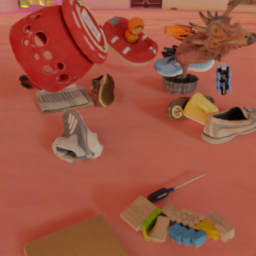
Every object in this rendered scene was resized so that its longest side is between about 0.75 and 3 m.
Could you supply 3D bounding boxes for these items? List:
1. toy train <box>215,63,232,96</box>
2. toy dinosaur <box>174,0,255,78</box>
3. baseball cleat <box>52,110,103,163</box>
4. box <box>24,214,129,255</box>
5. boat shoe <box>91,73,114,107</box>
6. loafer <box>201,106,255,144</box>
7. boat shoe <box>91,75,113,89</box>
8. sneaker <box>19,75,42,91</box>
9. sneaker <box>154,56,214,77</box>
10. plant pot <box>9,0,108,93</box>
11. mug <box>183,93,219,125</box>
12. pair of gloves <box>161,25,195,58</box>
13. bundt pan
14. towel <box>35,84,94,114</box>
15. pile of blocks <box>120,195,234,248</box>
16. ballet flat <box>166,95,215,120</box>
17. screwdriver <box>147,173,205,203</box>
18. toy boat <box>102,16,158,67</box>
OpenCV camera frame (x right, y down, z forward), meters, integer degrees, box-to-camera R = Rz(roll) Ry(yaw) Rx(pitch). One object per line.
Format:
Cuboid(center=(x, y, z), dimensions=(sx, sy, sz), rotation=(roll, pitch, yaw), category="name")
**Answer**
Cuboid(center=(2.834, -1.465, 8.401), dimensions=(0.443, 1.023, 0.584), rotation=(-9, 45, 11), category="toy train")
Cuboid(center=(1.620, -1.791, 6.052), dimensions=(1.679, 1.063, 2.477), rotation=(-35, 3, -36), category="toy dinosaur")
Cuboid(center=(-1.880, 0.187, 8.909), dimensions=(1.390, 0.911, 2.612), rotation=(-17, 32, -29), category="baseball cleat")
Cuboid(center=(-0.804, 2.625, 5.142), dimensions=(1.724, 0.224, 2.109), rotation=(-15, 32, -27), category="box")
Cuboid(center=(-1.181, -1.577, 12.439), dimensions=(0.871, 0.873, 2.420), rotation=(-25, 34, 19), category="boat shoe")
Cuboid(center=(3.747, -0.304, 9.774), dimensions=(2.955, 0.929, 1.062), rotation=(-20, 35, -32), category="loafer")
Cuboid(center=(-1.273, -2.399, 14.094), dimensions=(0.566, 0.478, 1.587), rotation=(16, 32, 27), category="boat shoe")
Cuboid(center=(-4.341, -2.231, 13.567), dimensions=(2.030, 0.718, 0.992), rotation=(12, 25, 26), category="sneaker")
Cuboid(center=(1.852, -2.444, 9.739), dimensions=(2.115, 0.951, 0.829), rotation=(-5, 56, 29), category="sneaker")
Cuboid(center=(-1.947, -2.527, 8.446), dimensions=(2.161, 2.373, 2.373), rotation=(-22, 23, 19), category="plant pot")
Cuboid(center=(2.667, -0.579, 10.229), dimensions=(1.023, 0.998, 1.246), rotation=(37, 35, 23), category="mug")
Cuboid(center=(2.312, -3.857, 12.838), dimensions=(1.481, 1.663, 0.206), rotation=(8, 14, 3), category="pair of gloves")
Cuboid(center=(2.453, -2.072, 13.306), dimensions=(1.783, 0.669, 1.783), rotation=(1, 28, 0), category="bundt pan")
Cuboid(center=(-2.794, -1.329, 12.236), dimensions=(2.233, 0.386, 2.150), rotation=(-11, 30, -20), category="towel")
Cuboid(center=(0.959, 2.107, 5.723), dimensions=(2.240, 0.696, 0.920), rotation=(5, 40, 25), category="pile of blocks")
Cuboid(center=(2.520, -0.814, 10.899), dimensions=(2.509, 0.845, 0.582), rotation=(-13, 22, -34), category="ballet flat")
Cuboid(center=(1.298, 1.526, 7.154), dimensions=(1.880, 0.262, 0.273), rotation=(-13, 62, -24), category="screwdriver")
Cuboid(center=(0.159, -3.485, 10.557), dimensions=(2.323, 1.518, 1.516), rotation=(42, 58, 4), category="toy boat")
